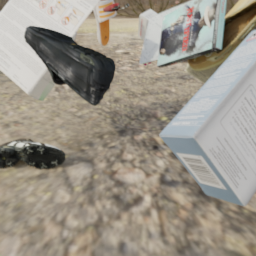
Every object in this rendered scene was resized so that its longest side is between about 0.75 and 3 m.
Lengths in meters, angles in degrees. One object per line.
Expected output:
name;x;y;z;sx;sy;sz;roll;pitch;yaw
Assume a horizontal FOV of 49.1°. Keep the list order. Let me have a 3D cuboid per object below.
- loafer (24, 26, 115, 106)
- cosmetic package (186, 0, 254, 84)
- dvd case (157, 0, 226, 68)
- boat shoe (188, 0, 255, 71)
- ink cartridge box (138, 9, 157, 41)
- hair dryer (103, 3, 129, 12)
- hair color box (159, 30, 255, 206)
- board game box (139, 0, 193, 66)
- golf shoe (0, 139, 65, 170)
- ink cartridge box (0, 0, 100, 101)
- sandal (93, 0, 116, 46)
loafer;-1.265;-1.260;5.296;2.541;0.892;0.863;36;26;34
cosmetic package;2.654;-2.026;6.613;1.312;2.495;0.887;34;51;-9
dvd case;1.261;-2.018;5.833;0.189;1.252;1.715;12;-7;-33
boat shoe;1.904;-1.836;5.549;0.625;0.731;1.995;0;-25;-43
ink cartridge box;0.982;-3.305;9.654;0.537;0.930;1.282;-38;67;-23
hair dryer;-0.459;-3.796;8.789;0.859;0.233;0.654;4;23;43
hair color box;1.865;-0.320;4.310;2.674;1.324;0.811;-46;19;-19
board game box;1.108;-2.565;7.710;1.604;1.604;0.208;-3;-21;44
golf shoe;-2.466;0.561;7.144;1.857;0.722;0.878;3;26;3
ink cartridge box;-2.209;-2.455;7.067;2.275;2.828;0.708;39;1;19
sandal;-0.801;-4.401;11.110;0.720;2.514;0.963;19;51;20
